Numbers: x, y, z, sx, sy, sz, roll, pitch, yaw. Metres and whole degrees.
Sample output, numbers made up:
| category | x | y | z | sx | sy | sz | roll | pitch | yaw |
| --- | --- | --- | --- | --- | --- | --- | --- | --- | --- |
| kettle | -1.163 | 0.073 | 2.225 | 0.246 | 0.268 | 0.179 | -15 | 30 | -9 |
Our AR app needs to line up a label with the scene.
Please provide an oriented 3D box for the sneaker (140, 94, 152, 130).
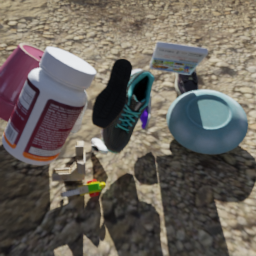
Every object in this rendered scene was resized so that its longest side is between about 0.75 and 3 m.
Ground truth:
| category | x | y | z | sx | sy | sz | roll | pitch | yaw |
| --- | --- | --- | --- | --- | --- | --- | --- | --- | --- |
| sneaker | 0.433 | -0.589 | 9.661 | 0.686 | 0.480 | 1.380 | 7 | 67 | 0 |

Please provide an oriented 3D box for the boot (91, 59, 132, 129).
| category | x | y | z | sx | sy | sz | roll | pitch | yaw |
| --- | --- | --- | --- | --- | --- | --- | --- | --- | --- |
| boot | -0.411 | -0.750 | 7.680 | 0.745 | 1.331 | 1.924 | 25 | 74 | 0 |

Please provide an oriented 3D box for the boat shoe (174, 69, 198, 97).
| category | x | y | z | sx | sy | sz | roll | pitch | yaw |
| --- | --- | --- | --- | --- | --- | --- | --- | --- | --- |
| boat shoe | 2.415 | -2.051 | 11.433 | 0.886 | 0.799 | 2.465 | 9 | 48 | -9 |

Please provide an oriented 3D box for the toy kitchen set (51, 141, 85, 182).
| category | x | y | z | sx | sy | sz | roll | pitch | yaw |
| --- | --- | --- | --- | --- | --- | --- | --- | --- | --- |
| toy kitchen set | -1.666 | 1.028 | 7.802 | 0.955 | 1.059 | 0.864 | -2 | 19 | -10 |

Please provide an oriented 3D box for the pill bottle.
| category | x | y | z | sx | sy | sz | roll | pitch | yaw |
| --- | --- | --- | --- | --- | --- | --- | --- | --- | --- |
| pill bottle | -2.077 | -0.557 | 7.422 | 1.604 | 2.810 | 1.604 | 28 | 19 | -11 |

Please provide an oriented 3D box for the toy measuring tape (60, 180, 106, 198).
| category | x | y | z | sx | sy | sz | roll | pitch | yaw |
| --- | --- | --- | --- | --- | --- | --- | --- | --- | --- |
| toy measuring tape | -1.263 | 1.811 | 8.134 | 1.389 | 0.511 | 0.511 | -17 | 44 | 15 |

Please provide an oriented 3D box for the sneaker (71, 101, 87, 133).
| category | x | y | z | sx | sy | sz | roll | pitch | yaw |
| --- | --- | --- | --- | --- | --- | --- | --- | --- | --- |
| sneaker | -1.714 | -0.522 | 9.338 | 0.543 | 1.418 | 0.573 | 10 | 5 | -21 |

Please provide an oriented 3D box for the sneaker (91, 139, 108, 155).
| category | x | y | z | sx | sy | sz | roll | pitch | yaw |
| --- | --- | --- | --- | --- | --- | --- | --- | --- | --- |
| sneaker | -1.051 | 0.562 | 9.060 | 0.486 | 0.310 | 0.841 | 19 | 13 | -48 |

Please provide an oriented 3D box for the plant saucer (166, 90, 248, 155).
| category | x | y | z | sx | sy | sz | roll | pitch | yaw |
| --- | --- | --- | --- | --- | --- | --- | --- | --- | --- |
| plant saucer | 2.713 | -0.419 | 9.564 | 2.770 | 0.533 | 2.770 | -2 | 55 | 3 |

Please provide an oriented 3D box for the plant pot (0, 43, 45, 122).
| category | x | y | z | sx | sy | sz | roll | pitch | yaw |
| --- | --- | --- | --- | --- | --- | --- | --- | --- | --- |
| plant pot | -3.317 | -1.487 | 9.298 | 2.360 | 2.112 | 2.360 | 30 | 18 | -11 |

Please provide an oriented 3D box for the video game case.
| category | x | y | z | sx | sy | sz | roll | pitch | yaw |
| --- | --- | --- | --- | --- | --- | --- | --- | --- | --- |
| video game case | 1.594 | -2.285 | 9.449 | 1.562 | 2.181 | 0.197 | 8 | 84 | -1 |

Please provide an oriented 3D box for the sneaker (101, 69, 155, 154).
| category | x | y | z | sx | sy | sz | roll | pitch | yaw |
| --- | --- | --- | --- | --- | --- | --- | --- | --- | --- |
| sneaker | 0.005 | -0.579 | 8.604 | 1.113 | 1.308 | 2.868 | 21 | 86 | -13 |
